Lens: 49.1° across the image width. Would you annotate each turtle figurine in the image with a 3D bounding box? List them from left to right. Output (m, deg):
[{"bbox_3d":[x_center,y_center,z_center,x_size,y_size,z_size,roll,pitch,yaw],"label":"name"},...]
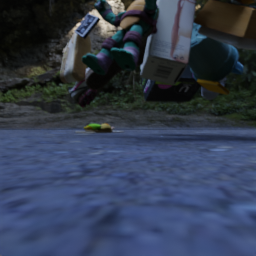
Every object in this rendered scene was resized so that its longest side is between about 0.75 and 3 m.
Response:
[{"bbox_3d":[0.059,-2.594,6.459,1.435,2.850,2.134,30,-22,-26],"label":"turtle figurine"}]

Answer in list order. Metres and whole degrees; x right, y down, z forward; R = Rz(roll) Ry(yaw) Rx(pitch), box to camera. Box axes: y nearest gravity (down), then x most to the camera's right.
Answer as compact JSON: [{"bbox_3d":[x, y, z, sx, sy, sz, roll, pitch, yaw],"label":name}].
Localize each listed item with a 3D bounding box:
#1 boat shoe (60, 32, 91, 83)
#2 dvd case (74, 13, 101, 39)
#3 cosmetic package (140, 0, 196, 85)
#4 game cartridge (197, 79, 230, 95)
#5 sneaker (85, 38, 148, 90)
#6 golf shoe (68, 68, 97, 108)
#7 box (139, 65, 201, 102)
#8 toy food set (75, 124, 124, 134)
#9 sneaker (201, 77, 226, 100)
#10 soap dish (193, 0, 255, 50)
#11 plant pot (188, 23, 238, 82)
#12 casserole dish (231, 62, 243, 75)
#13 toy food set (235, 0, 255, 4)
[{"bbox_3d":[-2.206,-2.983,11.310,0.966,2.794,1.030,-12,-37,25],"label":"boat shoe"},{"bbox_3d":[-1.292,-3.193,8.758,0.125,0.761,1.013,36,6,-37],"label":"dvd case"},{"bbox_3d":[1.103,-2.542,7.580,1.040,2.383,1.232,12,-17,-3],"label":"cosmetic package"},{"bbox_3d":[2.737,-1.324,9.018,0.738,0.136,0.837,25,2,-39],"label":"game cartridge"},{"bbox_3d":[-0.347,-2.248,9.060,2.562,0.902,0.968,-30,34,8],"label":"sneaker"},{"bbox_3d":[-1.431,-2.094,11.270,1.175,2.552,0.927,46,10,16],"label":"golf shoe"},{"bbox_3d":[1.695,-2.708,11.649,2.110,2.841,1.766,0,-26,-13],"label":"box"},{"bbox_3d":[-1.566,0.029,15.545,1.706,0.496,2.471,0,0,38],"label":"toy food set"},{"bbox_3d":[4.019,-2.682,13.127,1.055,2.808,1.614,11,6,9],"label":"sneaker"},{"bbox_3d":[3.266,-2.772,7.578,2.363,0.960,1.859,-5,31,-29],"label":"soap dish"},{"bbox_3d":[2.480,-2.549,9.155,1.656,1.656,1.622,0,-27,45],"label":"plant pot"},{"bbox_3d":[3.491,-2.294,10.068,0.901,0.289,1.487,19,10,-41],"label":"casserole dish"},{"bbox_3d":[2.629,-3.558,7.286,1.974,0.574,2.860,1,36,-12],"label":"toy food set"}]
